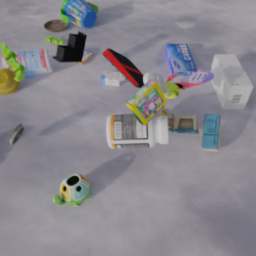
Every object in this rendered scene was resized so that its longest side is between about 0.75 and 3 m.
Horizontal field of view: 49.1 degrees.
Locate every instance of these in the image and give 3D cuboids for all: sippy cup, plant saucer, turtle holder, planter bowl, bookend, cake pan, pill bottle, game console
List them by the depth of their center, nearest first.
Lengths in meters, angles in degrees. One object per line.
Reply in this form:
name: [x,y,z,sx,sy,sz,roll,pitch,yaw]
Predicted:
turtle holder: [-1.678,1.790,8.223,1.099,0.780,0.835,-12,48,-11]
pill bottle: [0.297,0.090,8.503,1.800,1.047,1.047,-2,47,7]
cake pan: [-3.724,0.229,9.328,0.144,0.785,0.785,31,50,-6]
game console: [0.076,-1.979,9.987,1.843,0.323,2.083,51,19,13]
bookend: [-2.361,-3.274,11.300,0.535,1.154,1.161,34,32,30]
planter bowl: [-5.151,-1.992,11.576,1.189,0.495,1.189,1,81,-6]
pill bottle: [-4.439,-2.860,12.404,1.936,1.053,1.053,-10,48,-9]
sippy cup: [-2.607,-6.305,15.431,1.514,1.622,2.066,40,88,20]
plant saucer: [-4.039,-5.660,15.619,1.288,0.207,1.288,-1,47,1]

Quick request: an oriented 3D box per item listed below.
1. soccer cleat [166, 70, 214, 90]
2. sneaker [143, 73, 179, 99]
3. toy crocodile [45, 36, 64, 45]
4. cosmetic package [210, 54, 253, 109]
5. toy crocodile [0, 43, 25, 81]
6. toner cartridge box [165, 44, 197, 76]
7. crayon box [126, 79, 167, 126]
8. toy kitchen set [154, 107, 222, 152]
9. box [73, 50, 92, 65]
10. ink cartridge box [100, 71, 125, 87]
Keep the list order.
soccer cleat: [2.149,-1.589,9.733,1.654,0.552,0.633,-3,61,4]
sneaker: [0.881,-1.263,9.019,0.869,1.655,0.627,-4,73,45]
toy crocodile: [-3.809,-4.483,14.469,1.063,0.328,0.359,15,49,8]
cosmetic package: [4.115,-1.922,11.439,0.937,1.189,2.210,-2,48,-1]
toy crocodile: [-3.648,-2.076,8.785,0.415,0.454,1.344,-33,85,0]
toner cartridge box: [2.425,-3.140,13.054,1.058,0.481,2.228,-3,47,-2]
crayon box: [0.514,-0.673,7.512,0.952,0.822,0.278,-45,38,-10]
toy kitchen set: [1.883,-0.008,9.246,2.049,1.642,1.207,2,78,26]
box: [-2.179,-3.427,13.529,0.597,0.208,1.002,19,47,17]
ink cartridge box: [-0.637,-2.146,12.210,1.040,0.353,0.598,8,47,8]
